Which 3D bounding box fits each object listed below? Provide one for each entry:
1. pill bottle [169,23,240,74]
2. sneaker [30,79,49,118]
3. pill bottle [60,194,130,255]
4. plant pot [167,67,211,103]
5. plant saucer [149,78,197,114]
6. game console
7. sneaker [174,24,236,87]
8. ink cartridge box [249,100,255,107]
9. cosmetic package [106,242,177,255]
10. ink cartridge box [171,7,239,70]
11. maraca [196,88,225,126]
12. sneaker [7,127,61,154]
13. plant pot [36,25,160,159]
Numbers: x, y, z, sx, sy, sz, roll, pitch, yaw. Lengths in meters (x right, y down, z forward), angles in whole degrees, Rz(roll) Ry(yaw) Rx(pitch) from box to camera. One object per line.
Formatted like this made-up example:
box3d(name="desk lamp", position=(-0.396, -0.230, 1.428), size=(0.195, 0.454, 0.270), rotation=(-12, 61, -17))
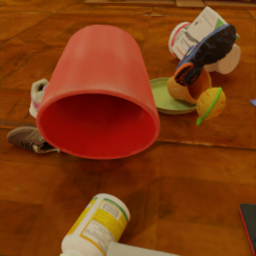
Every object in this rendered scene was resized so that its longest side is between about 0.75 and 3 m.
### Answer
box3d(name="pill bottle", position=(3.288, -3.430, 12.204), size=(1.638, 1.638, 2.959), rotation=(-20, 41, -26))
box3d(name="sneaker", position=(-2.229, -0.651, 8.620), size=(2.799, 1.235, 1.139), rotation=(27, 44, 33))
box3d(name="pill bottle", position=(-0.658, 2.049, 5.150), size=(0.871, 0.871, 1.544), rotation=(15, 38, 20))
box3d(name="plant pot", position=(2.001, -1.439, 9.632), size=(1.251, 1.251, 1.146), rotation=(-26, 15, -32))
box3d(name="plant saucer", position=(1.572, -1.124, 10.040), size=(2.393, 0.372, 2.393), rotation=(0, 35, 0))
box3d(name="game console", position=(3.251, 2.145, 5.528), size=(1.775, 0.275, 1.570), rotation=(4, 36, 4))
box3d(name="sneaker", position=(2.085, -2.163, 7.998), size=(0.825, 2.191, 0.859), rotation=(27, 46, -25))
box3d(name="ink cartridge box", position=(5.231, -0.623, 9.330), size=(1.231, 0.433, 2.062), rotation=(-12, 35, -17))
box3d(name="cosmetic package", position=(0.559, 2.631, 4.339), size=(2.044, 0.922, 1.092), rotation=(6, 36, 13))
box3d(name="ink cartridge box", position=(2.893, -3.245, 10.734), size=(0.857, 2.039, 1.488), rotation=(-2, 52, -48))
box3d(name="maraca", position=(2.069, -0.538, 7.217), size=(0.656, 1.227, 0.841), rotation=(31, 57, 7))
box3d(name="sneaker", position=(-2.563, 0.371, 7.727), size=(1.683, 0.593, 0.636), rotation=(0, 32, -1))
box3d(name="plant pot", position=(-0.668, -0.930, 6.890), size=(2.812, 2.812, 2.488), rotation=(0, 57, -1))
